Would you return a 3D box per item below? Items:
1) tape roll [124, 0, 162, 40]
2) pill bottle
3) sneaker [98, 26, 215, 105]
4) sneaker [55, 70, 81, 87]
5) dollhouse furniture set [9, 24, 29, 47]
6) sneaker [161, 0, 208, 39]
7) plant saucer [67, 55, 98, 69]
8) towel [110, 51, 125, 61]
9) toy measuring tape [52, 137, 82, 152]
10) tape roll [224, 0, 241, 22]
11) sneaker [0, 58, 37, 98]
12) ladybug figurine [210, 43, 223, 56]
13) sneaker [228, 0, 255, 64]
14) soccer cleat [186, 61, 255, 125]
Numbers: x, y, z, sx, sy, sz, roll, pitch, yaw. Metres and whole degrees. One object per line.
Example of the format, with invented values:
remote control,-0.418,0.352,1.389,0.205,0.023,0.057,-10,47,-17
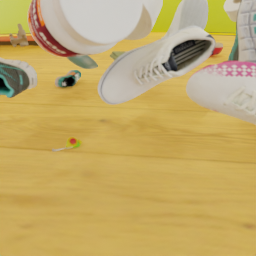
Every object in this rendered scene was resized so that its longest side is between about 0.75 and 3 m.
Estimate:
tape roll,-0.255,-3.159,6.989,2.134,0.746,2.134,22,-12,5
pill bottle,-0.820,-1.885,4.606,1.376,1.376,2.409,-11,15,-23
sneaker,0.441,-1.063,4.697,2.136,0.780,0.756,-33,22,2
sneaker,-2.677,-2.312,13.378,0.685,0.612,1.715,14,34,24
dollhouse furniture set,-4.068,-3.411,10.325,0.582,0.497,1.123,-17,1,-15
sneaker,1.222,-2.647,8.142,1.607,1.025,2.781,-5,54,56
plant saucer,-1.736,-2.388,9.730,1.420,0.273,1.420,28,-6,3
towel,0.063,-2.516,10.495,1.355,0.247,1.005,-14,53,-40
toy measuring tape,-1.616,0.410,7.355,0.798,0.294,0.294,-11,26,-23
tape roll,3.504,-3.762,8.265,1.258,0.440,1.258,-34,33,26
sneaker,-3.111,-1.164,6.041,2.093,0.812,0.955,11,36,6
ladybug figurine,6.284,-5.926,21.167,1.633,0.865,2.406,2,15,39
sneaker,2.650,-1.813,6.219,1.038,2.675,1.220,2,10,-6
soccer cleat,2.264,-0.410,4.479,2.596,0.907,1.121,7,42,-2
